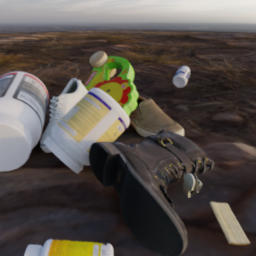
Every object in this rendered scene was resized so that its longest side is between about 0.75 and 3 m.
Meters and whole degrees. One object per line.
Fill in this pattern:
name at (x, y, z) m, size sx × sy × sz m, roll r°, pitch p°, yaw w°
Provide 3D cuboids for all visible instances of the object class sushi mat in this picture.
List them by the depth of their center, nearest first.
sushi mat at (1.702, 1.604, 4.752) m, size 0.390 × 0.049 × 0.816 m, roll 9°, pitch 34°, yaw -18°

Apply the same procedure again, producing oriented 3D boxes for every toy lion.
toy lion at (-0.716, -1.216, 9.358) m, size 2.664 × 0.954 × 2.779 m, roll 17°, pitch 67°, yaw 39°

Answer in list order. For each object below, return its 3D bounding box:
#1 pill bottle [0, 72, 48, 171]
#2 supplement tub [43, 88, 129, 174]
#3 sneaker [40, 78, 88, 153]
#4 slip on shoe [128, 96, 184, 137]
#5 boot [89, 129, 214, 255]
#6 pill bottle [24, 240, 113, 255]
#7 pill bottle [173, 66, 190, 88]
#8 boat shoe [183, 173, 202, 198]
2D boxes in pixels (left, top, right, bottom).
pill bottle at (-3.100, -0.273, 7.469) m, size 1.656 × 1.656 × 2.859 m, roll -3°, pitch 31°, yaw -7°
supplement tub at (-0.958, 0.073, 6.544) m, size 1.737 × 1.263 × 1.263 m, roll -46°, pitch 39°, yaw -11°
sneaker at (-1.945, -0.452, 8.168) m, size 0.978 × 0.948 × 2.678 m, roll -13°, pitch 37°, yaw 26°
slip on shoe at (0.624, -0.447, 8.968) m, size 1.115 × 0.889 × 2.934 m, roll -13°, pitch 27°, yaw -26°
boot at (0.842, 0.899, 5.602) m, size 2.518 × 1.001 × 2.892 m, roll -7°, pitch 38°, yaw -35°
pill bottle at (-0.791, 1.839, 3.737) m, size 1.135 × 0.620 × 0.620 m, roll 7°, pitch 23°, yaw -5°
pill bottle at (2.432, -2.329, 12.619) m, size 0.608 × 0.608 × 1.094 m, roll 10°, pitch 41°, yaw 21°
boat shoe at (1.209, 1.031, 5.193) m, size 0.302 × 0.893 × 0.321 m, roll -18°, pitch 60°, yaw -2°
